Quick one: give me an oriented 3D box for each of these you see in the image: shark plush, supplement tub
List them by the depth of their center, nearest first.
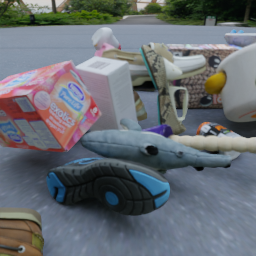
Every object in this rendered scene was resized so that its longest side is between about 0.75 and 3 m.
[{"bbox_3d":[0.397,0.496,4.589,2.317,1.052,0.965,20,-5,23],"label":"shark plush"},{"bbox_3d":[1.914,0.243,5.930,0.563,0.563,0.919,-12,28,-25],"label":"supplement tub"}]

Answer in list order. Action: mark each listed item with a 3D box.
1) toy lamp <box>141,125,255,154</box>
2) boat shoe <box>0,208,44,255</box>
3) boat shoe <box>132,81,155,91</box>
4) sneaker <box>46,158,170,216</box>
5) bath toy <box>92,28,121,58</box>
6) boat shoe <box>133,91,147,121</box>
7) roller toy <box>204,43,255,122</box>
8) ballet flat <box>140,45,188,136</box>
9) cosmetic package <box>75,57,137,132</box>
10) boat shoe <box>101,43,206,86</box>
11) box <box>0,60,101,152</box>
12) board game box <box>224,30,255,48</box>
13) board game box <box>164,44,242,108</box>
[{"bbox_3d":[1.386,0.302,5.233,2.634,0.767,0.767,0,21,30],"label":"toy lamp"},{"bbox_3d":[-2.015,1.335,3.026,2.126,0.765,0.723,-1,36,-19],"label":"boat shoe"},{"bbox_3d":[0.248,-1.707,10.261,1.782,0.635,0.536,5,23,3],"label":"boat shoe"},{"bbox_3d":[-0.280,0.705,4.189,2.113,0.774,0.865,-1,16,36],"label":"sneaker"},{"bbox_3d":[-0.586,-1.974,8.915,1.014,1.193,2.745,22,46,-39],"label":"bath toy"},{"bbox_3d":[-0.323,-0.370,7.142,0.764,0.812,2.133,-48,25,-21],"label":"boat shoe"},{"bbox_3d":[3.296,-1.131,6.842,2.102,1.610,2.304,1,-15,-35],"label":"roller toy"},{"bbox_3d":[0.870,-0.831,6.118,0.795,2.112,0.716,-13,14,10],"label":"ballet flat"},{"bbox_3d":[-0.392,-0.483,5.874,0.922,1.818,0.648,20,44,35],"label":"cosmetic package"},{"bbox_3d":[0.670,-1.596,6.782,2.698,0.923,1.008,-12,14,-17],"label":"boat shoe"},{"bbox_3d":[-1.706,-0.331,5.005,2.174,1.116,1.029,-1,37,42],"label":"box"},{"bbox_3d":[4.433,-1.806,8.245,0.348,2.693,2.694,-47,29,-3],"label":"board game box"},{"bbox_3d":[2.215,-1.592,8.591,2.217,1.768,1.074,-1,24,-1],"label":"board game box"}]
